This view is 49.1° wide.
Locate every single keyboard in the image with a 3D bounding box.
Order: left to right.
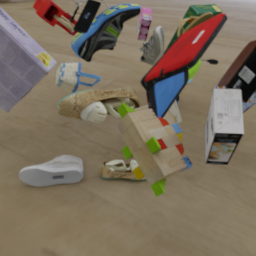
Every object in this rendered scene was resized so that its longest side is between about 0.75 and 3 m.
[{"bbox_3d":[-1.280,-3.221,8.033,0.699,0.113,1.099,21,77,10],"label":"keyboard"}]

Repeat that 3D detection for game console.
[{"bbox_3d":[1.334,-1.224,6.253,1.867,1.286,2.166,-15,30,48],"label":"game console"}]

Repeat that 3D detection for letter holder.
[{"bbox_3d":[3.025,-1.479,7.378,0.726,1.444,1.026,35,3,-13],"label":"letter holder"}]

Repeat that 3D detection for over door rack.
[{"bbox_3d":[-1.201,-4.763,11.073,1.284,1.738,0.579,4,73,27],"label":"over door rack"}]

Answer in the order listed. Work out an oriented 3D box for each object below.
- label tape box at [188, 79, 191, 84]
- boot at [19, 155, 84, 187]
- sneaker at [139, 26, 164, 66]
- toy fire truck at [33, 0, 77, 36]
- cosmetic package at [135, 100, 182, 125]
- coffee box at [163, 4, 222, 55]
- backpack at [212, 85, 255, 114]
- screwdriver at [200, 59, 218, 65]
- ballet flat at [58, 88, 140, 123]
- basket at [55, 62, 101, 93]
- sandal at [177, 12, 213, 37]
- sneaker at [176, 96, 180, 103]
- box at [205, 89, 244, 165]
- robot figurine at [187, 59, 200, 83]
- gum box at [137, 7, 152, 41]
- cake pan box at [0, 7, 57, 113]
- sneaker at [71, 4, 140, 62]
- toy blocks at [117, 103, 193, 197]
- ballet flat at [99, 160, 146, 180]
[{"bbox_3d":[2.893,-2.624,14.709,0.807,0.255,0.582,16,36,23],"label":"label tape box"},{"bbox_3d":[-2.274,1.253,8.479,1.826,0.672,0.873,3,26,-11],"label":"boot"},{"bbox_3d":[0.934,-3.181,11.330,0.944,2.302,0.860,3,70,-1],"label":"sneaker"},{"bbox_3d":[-2.736,-4.405,11.250,2.025,0.700,2.871,44,13,27],"label":"toy fire truck"},{"bbox_3d":[0.691,-0.295,8.024,1.517,0.785,0.554,-19,4,-19],"label":"cosmetic package"},{"bbox_3d":[2.523,-3.734,11.245,1.521,2.473,0.544,-19,65,-31],"label":"coffee box"},{"bbox_3d":[3.230,-0.975,8.630,1.259,0.970,1.200,-38,79,-2],"label":"backpack"},{"bbox_3d":[3.312,-2.870,12.041,0.222,0.213,1.529,-46,29,-7],"label":"screwdriver"},{"bbox_3d":[-0.711,-0.668,8.608,2.870,1.012,0.937,-17,57,-36],"label":"ballet flat"},{"bbox_3d":[-1.802,-1.775,9.980,1.445,1.005,1.274,13,-10,-22],"label":"basket"},{"bbox_3d":[2.010,-3.440,9.976,0.925,2.524,0.830,-17,74,-20],"label":"sandal"},{"bbox_3d":[1.614,-1.234,12.225,1.493,0.619,0.529,-13,37,-19],"label":"sneaker"},{"bbox_3d":[1.695,0.038,5.096,0.442,1.472,0.858,2,63,10],"label":"box"},{"bbox_3d":[1.583,-1.898,8.889,1.071,1.625,1.852,44,54,0],"label":"robot figurine"},{"bbox_3d":[0.681,-4.436,12.112,0.417,1.260,0.715,5,63,-7],"label":"gum box"},{"bbox_3d":[-4.060,-2.057,8.660,2.853,2.628,0.746,-32,23,35],"label":"cake pan box"},{"bbox_3d":[-0.757,-3.616,10.545,2.968,1.230,1.052,-40,34,-2],"label":"sneaker"},{"bbox_3d":[0.601,0.278,5.296,1.165,0.852,1.704,-13,66,-42],"label":"toy blocks"},{"bbox_3d":[-0.041,1.241,8.456,1.702,0.556,0.600,-1,30,-3],"label":"ballet flat"}]
